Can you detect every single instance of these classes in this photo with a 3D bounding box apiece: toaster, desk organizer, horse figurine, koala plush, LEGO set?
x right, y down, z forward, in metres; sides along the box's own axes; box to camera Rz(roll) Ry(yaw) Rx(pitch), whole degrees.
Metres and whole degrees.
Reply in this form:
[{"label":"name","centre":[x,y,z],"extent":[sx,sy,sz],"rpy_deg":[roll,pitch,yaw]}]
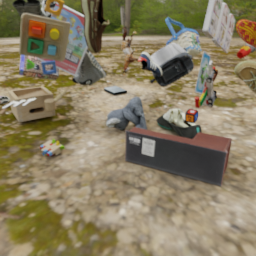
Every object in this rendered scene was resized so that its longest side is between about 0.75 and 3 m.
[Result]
[{"label":"toaster","centre":[1.462,-2.313,10.347],"extent":[1.743,0.991,1.126],"rpy_deg":[-31,42,12]},{"label":"desk organizer","centre":[1.448,0.651,8.299],"extent":[2.911,1.044,1.121],"rpy_deg":[12,24,25]},{"label":"horse figurine","centre":[0.033,-2.968,10.619],"extent":[0.387,1.552,1.029],"rpy_deg":[-11,-5,-31]},{"label":"koala plush","centre":[-0.125,-0.421,10.673],"extent":[1.488,1.367,1.319],"rpy_deg":[-11,22,4]},{"label":"LEGO set","centre":[1.908,-1.563,7.009],"extent":[0.710,2.893,2.161],"rpy_deg":[15,9,30]}]

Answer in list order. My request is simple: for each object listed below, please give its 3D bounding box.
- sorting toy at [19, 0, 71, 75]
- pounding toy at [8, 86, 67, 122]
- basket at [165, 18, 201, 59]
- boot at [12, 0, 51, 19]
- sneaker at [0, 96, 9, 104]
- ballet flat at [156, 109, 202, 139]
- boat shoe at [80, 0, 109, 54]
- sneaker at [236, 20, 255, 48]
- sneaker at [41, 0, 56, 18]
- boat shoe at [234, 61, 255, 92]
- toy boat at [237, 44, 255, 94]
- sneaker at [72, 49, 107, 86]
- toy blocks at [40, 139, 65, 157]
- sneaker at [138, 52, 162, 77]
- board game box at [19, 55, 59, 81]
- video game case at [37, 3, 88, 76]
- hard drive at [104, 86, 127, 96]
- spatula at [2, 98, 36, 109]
[{"label":"sorting toy","centre":[-2.482,-2.626,8.352],"extent":[1.392,2.472,0.337],"rpy_deg":[3,39,-22]},{"label":"pounding toy","centre":[-3.598,-0.908,11.777],"extent":[2.155,1.122,2.453],"rpy_deg":[-14,27,-29]},{"label":"basket","centre":[2.319,-3.809,11.956],"extent":[1.220,1.755,1.547],"rpy_deg":[-35,-14,35]},{"label":"boot","centre":[-3.095,-3.987,10.173],"extent":[2.017,1.317,0.683],"rpy_deg":[6,59,6]},{"label":"sneaker","centre":[-6.515,-1.357,13.871],"extent":[1.188,0.479,0.495],"rpy_deg":[0,6,-22]},{"label":"ballet flat","centre":[1.925,-0.219,10.507],"extent":[0.859,0.864,2.526],"rpy_deg":[-10,25,-26]},{"label":"boat shoe","centre":[-0.798,-2.661,7.223],"extent":[0.599,1.620,0.598],"rpy_deg":[9,45,15]},{"label":"sneaker","centre":[2.794,-1.966,6.185],"extent":[1.221,0.446,0.471],"rpy_deg":[25,12,-23]},{"label":"sneaker","centre":[-2.725,-4.039,11.707],"extent":[1.054,2.602,0.978],"rpy_deg":[-38,1,38]},{"label":"boat shoe","centre":[3.100,-1.025,6.342],"extent":[1.497,0.549,0.469],"rpy_deg":[24,40,-10]},{"label":"toy boat","centre":[3.730,-1.725,7.856],"extent":[0.714,1.537,1.292],"rpy_deg":[-37,-3,-25]},{"label":"sneaker","centre":[-1.740,-2.252,10.505],"extent":[1.210,2.096,0.786],"rpy_deg":[-39,51,2]},{"label":"toy blocks","centre":[-2.534,0.701,9.059],"extent":[0.844,0.422,0.577],"rpy_deg":[18,40,37]},{"label":"sneaker","centre":[0.660,-1.873,8.735],"extent":[0.366,0.978,0.413],"rpy_deg":[3,55,58]},{"label":"board game box","centre":[-3.378,-2.531,10.720],"extent":[1.413,1.126,0.684],"rpy_deg":[5,-7,-22]},{"label":"video game case","centre":[-2.053,-2.899,9.384],"extent":[1.425,1.994,0.174],"rpy_deg":[24,26,-13]},{"label":"hard drive","centre":[-0.718,-2.080,15.688],"extent":[0.836,0.197,1.198],"rpy_deg":[-15,27,-30]},{"label":"spatula","centre":[-3.479,-0.764,8.917],"extent":[0.849,0.098,1.220],"rpy_deg":[-7,16,-2]}]
